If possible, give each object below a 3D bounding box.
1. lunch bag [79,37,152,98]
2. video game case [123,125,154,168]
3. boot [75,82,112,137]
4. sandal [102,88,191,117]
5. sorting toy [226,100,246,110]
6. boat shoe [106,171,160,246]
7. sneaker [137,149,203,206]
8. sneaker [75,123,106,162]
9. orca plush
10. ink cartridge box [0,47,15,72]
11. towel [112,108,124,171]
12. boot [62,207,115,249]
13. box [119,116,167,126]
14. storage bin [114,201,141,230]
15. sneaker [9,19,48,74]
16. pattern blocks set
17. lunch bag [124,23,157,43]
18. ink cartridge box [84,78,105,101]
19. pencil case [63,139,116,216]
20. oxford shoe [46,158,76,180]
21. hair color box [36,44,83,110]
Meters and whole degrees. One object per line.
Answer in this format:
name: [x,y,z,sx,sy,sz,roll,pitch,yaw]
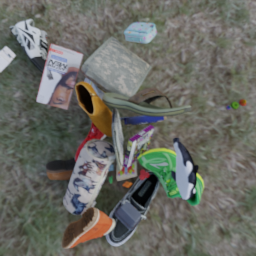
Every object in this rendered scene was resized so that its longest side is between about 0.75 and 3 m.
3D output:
lunch bag: [-0.456,-1.836,9.662,1.913,1.371,2.332,36,35,-5]
video game case: [0.348,0.600,9.246,0.222,1.121,1.237,32,39,24]
boot: [-0.983,-0.455,8.460,0.713,1.451,2.027,-29,101,5]
sandal: [0.442,-0.784,7.778,2.611,1.037,0.745,14,102,22]
sorting toy: [4.172,-0.908,10.685,0.827,0.285,0.287,-19,79,-5]
boat shoe: [0.208,2.734,9.523,1.056,0.977,2.860,39,79,5]
sneaker: [1.503,1.619,9.164,2.756,1.021,1.152,35,39,-20]
sneaker: [-1.352,0.375,9.828,0.707,1.042,1.804,24,66,14]
orca plush: [1.752,1.170,8.360,0.648,0.960,1.824,-5,67,-31]
ink cartridge box: [-3.803,-1.952,8.297,0.696,0.951,0.408,-40,119,11]
towel: [-0.286,0.320,8.386,0.251,1.400,1.454,-6,120,1]
boot: [-1.309,3.373,9.018,1.970,1.056,0.739,-41,36,24]
box: [0.448,-0.281,9.978,1.675,1.015,0.271,-5,88,-4]
storage bin: [0.059,2.656,8.683,0.794,0.534,0.578,43,52,14]
sneaker: [-3.528,-3.208,10.843,1.112,0.931,2.512,-32,80,-4]
pattern blocks set: [-0.050,1.481,9.822,1.447,0.117,1.272,-24,49,9]
lunch bag: [0.411,-3.203,9.430,1.007,0.388,0.808,17,53,32]
ink cartridge box: [-1.241,-1.553,10.569,0.396,0.698,0.957,-21,77,-29]
pencil case: [-1.234,1.635,9.095,1.204,1.047,2.691,36,119,23]
oxford shoe: [-1.925,1.518,10.048,1.942,0.692,0.693,-1,37,-12]
hair color box: [-2.161,-1.590,8.781,0.999,0.576,1.802,14,103,-20]
